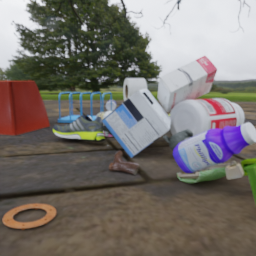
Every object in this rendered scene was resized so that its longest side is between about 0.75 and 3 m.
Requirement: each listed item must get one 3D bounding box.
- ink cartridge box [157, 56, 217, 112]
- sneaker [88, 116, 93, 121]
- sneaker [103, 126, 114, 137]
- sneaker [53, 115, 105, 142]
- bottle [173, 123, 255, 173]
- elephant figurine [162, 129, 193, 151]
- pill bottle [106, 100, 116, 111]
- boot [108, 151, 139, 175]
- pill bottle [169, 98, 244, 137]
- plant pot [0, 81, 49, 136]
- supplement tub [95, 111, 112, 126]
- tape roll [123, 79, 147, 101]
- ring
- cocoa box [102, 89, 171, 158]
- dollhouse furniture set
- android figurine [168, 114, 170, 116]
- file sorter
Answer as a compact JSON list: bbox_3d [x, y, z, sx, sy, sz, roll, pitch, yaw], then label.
[{"bbox_3d":[2.107,-1.584,10.289,1.955,0.809,1.432,-26,-25,-10],"label":"ink cartridge box"},{"bbox_3d":[-1.872,-0.031,11.802,0.756,0.544,1.446,-32,3,-21],"label":"sneaker"},{"bbox_3d":[-0.960,0.122,12.020,1.190,0.478,0.514,19,-1,36],"label":"sneaker"},{"bbox_3d":[-1.855,-0.007,10.668,2.358,0.954,0.871,3,-6,26],"label":"sneaker"},{"bbox_3d":[1.847,0.420,6.058,1.808,0.755,0.590,-29,7,42],"label":"bottle"},{"bbox_3d":[1.824,0.622,8.094,1.019,0.929,1.313,-29,31,-5],"label":"elephant figurine"},{"bbox_3d":[-1.082,-1.479,18.088,0.635,0.635,1.060,0,15,1],"label":"pill bottle"},{"bbox_3d":[-0.015,0.907,7.344,0.805,0.258,0.750,1,42,26],"label":"boot"},{"bbox_3d":[3.125,-0.293,10.766,2.955,1.659,1.659,-7,12,-38],"label":"pill bottle"},{"bbox_3d":[-5.659,-1.086,13.439,2.667,2.353,2.670,3,10,18],"label":"plant pot"},{"bbox_3d":[-0.989,-0.391,13.440,0.796,0.796,1.098,-7,1,-38],"label":"supplement tub"},{"bbox_3d":[0.663,-3.536,27.362,1.786,2.602,2.602,-2,10,-14],"label":"tape roll"},{"bbox_3d":[-1.674,1.514,4.786,0.862,0.083,0.862,1,9,0],"label":"ring"},{"bbox_3d":[0.370,-0.257,9.365,1.518,1.543,2.313,-38,2,13],"label":"cocoa box"},{"bbox_3d":[2.125,1.209,5.821,1.146,0.885,2.292,-12,-6,-22],"label":"dollhouse furniture set"},{"bbox_3d":[2.825,-0.252,13.230,1.987,0.448,2.183,15,17,17],"label":"android figurine"},{"bbox_3d":[-2.424,-1.210,16.207,2.753,1.689,1.910,2,9,12],"label":"file sorter"}]
